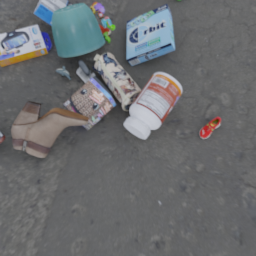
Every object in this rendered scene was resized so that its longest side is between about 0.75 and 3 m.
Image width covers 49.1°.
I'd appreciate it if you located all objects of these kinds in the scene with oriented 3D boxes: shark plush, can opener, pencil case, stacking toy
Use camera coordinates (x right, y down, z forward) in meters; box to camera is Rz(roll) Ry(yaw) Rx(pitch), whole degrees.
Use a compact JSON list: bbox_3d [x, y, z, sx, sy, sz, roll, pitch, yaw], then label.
[{"bbox_3d":[-2.824,-2.340,12.429,0.355,0.388,0.853,-34,77,-34],"label":"shark plush"},{"bbox_3d":[-1.544,-2.003,12.155,0.577,0.728,2.191,-41,72,0],"label":"can opener"},{"bbox_3d":[-0.441,-1.960,11.846,1.222,1.063,2.732,-3,51,-50],"label":"pencil case"},{"bbox_3d":[-1.126,-5.135,12.861,0.483,1.551,2.058,-25,90,-10],"label":"stacking toy"}]

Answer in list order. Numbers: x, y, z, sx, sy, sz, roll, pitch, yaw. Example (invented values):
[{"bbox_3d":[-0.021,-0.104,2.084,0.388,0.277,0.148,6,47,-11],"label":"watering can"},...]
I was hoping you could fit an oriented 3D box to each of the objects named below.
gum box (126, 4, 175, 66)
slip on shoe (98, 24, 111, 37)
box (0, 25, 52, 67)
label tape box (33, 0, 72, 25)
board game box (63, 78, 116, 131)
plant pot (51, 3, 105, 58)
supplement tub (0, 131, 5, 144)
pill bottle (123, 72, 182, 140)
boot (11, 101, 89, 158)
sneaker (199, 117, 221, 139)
[{"bbox_3d":[0.985,-4.309,13.000,2.158,0.566,2.540,-15,58,25],"label":"gum box"},{"bbox_3d":[-1.698,-4.991,13.922,1.753,0.536,0.649,23,61,11],"label":"slip on shoe"},{"bbox_3d":[-4.985,-3.953,13.260,2.536,0.526,1.510,-21,69,-9],"label":"box"},{"bbox_3d":[-3.433,-5.983,13.787,1.676,0.773,2.340,30,50,-29],"label":"label tape box"},{"bbox_3d":[-1.540,-0.950,11.296,1.600,0.775,1.275,-44,68,-5],"label":"board game box"},{"bbox_3d":[-2.320,-4.375,12.336,2.239,1.797,2.239,-10,33,7],"label":"plant pot"},{"bbox_3d":[-5.393,-0.005,10.284,0.888,1.661,0.888,-27,23,13],"label":"supplement tub"},{"bbox_3d":[0.923,-0.825,10.845,1.374,1.374,2.449,31,76,16],"label":"pill bottle"},{"bbox_3d":[-2.974,0.190,10.467,2.651,0.931,1.938,16,99,-1],"label":"boot"},{"bbox_3d":[3.250,-0.040,11.137,1.130,0.480,0.435,-44,70,-12],"label":"sneaker"}]
